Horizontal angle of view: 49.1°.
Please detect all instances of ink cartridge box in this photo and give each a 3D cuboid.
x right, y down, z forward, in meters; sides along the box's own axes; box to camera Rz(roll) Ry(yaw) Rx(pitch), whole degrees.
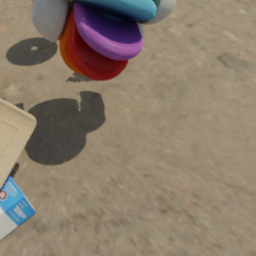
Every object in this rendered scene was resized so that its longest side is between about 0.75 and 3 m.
[{"bbox_3d":[-3.335,1.775,5.841,2.120,0.894,1.548,-37,61,-25],"label":"ink cartridge box"}]

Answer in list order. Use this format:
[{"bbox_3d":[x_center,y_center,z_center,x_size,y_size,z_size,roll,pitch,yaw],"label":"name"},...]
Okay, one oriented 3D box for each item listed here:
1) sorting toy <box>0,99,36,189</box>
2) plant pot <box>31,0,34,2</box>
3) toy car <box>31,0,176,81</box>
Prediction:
[{"bbox_3d":[-3.148,0.254,5.348,2.045,0.403,2.210,31,55,-18],"label":"sorting toy"},{"bbox_3d":[-2.201,-4.478,8.462,1.584,1.490,1.584,24,29,-14],"label":"plant pot"},{"bbox_3d":[-0.488,-2.193,5.793,2.598,2.969,2.226,8,62,-29],"label":"toy car"}]
